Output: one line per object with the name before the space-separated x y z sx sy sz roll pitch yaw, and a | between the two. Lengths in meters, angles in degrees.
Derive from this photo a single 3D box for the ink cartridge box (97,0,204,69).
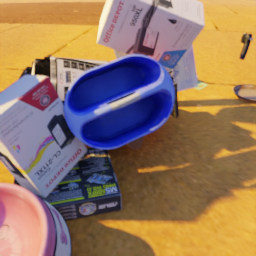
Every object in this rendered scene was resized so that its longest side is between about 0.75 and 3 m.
ink cartridge box | 0.598 -3.134 8.433 2.690 1.945 1.133 15 57 -14

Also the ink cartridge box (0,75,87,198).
ink cartridge box | -1.972 0.181 5.956 0.876 2.117 1.542 10 47 36

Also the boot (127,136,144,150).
boot | -0.083 -0.445 8.887 0.795 2.264 1.655 -4 -3 -15

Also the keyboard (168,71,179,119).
keyboard | 1.166 -1.065 8.959 0.517 1.357 2.607 -5 7 1

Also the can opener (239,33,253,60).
can opener | 3.497 -2.412 8.330 0.251 0.791 0.311 3 12 -22

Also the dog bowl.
dog bowl | -2.360 2.118 4.772 2.647 0.976 2.647 0 49 0

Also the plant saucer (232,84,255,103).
plant saucer | 5.216 -1.421 11.765 1.625 0.261 1.625 1 32 0

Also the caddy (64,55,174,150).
caddy | -0.200 -0.586 6.408 2.551 1.804 1.339 -24 10 -12

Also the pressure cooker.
pressure cooker | -1.772 -0.722 8.034 2.866 2.560 2.521 1 19 -16

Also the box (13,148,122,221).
box | -1.552 1.371 6.984 2.445 0.541 1.959 -8 34 -12

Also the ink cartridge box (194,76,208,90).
ink cartridge box | 2.992 -2.138 12.911 1.181 0.283 0.859 25 39 36

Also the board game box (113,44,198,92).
board game box | 0.996 -2.507 10.310 2.757 2.770 0.601 -13 28 4
